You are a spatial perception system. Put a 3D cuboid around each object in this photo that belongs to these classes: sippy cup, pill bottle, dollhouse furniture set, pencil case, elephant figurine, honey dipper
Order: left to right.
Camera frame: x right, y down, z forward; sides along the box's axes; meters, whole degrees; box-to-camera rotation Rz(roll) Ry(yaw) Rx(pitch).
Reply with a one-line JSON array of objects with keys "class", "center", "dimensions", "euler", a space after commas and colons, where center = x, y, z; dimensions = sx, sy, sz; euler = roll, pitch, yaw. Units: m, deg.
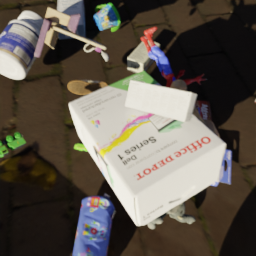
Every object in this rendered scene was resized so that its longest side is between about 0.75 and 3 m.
[{"class": "pill bottle", "center": [-3.426, -2.676, 8.933], "dimensions": [1.211, 1.211, 2.023], "euler": [13, 63, 9]}, {"class": "dollhouse furniture set", "center": [-1.299, -2.701, 7.468], "dimensions": [1.727, 1.928, 2.433], "euler": [16, 18, -20]}, {"class": "pencil case", "center": [-0.757, 2.460, 6.199], "dimensions": [0.826, 0.742, 1.901], "euler": [10, 54, -6]}, {"class": "sippy cup", "center": [-0.879, -4.323, 11.092], "dimensions": [0.840, 0.900, 1.146], "euler": [-33, 36, -9]}, {"class": "elephant figurine", "center": [0.927, 1.760, 6.419], "dimensions": [1.198, 0.930, 0.848], "euler": [-11, 47, -15]}, {"class": "honey dipper", "center": [1.617, -0.307, 6.589], "dimensions": [0.541, 2.846, 0.541], "euler": [-13, 60, 23]}]

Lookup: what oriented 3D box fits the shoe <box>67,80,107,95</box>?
[{"class": "shoe", "center": [-1.157, -1.173, 8.117], "dimensions": [1.167, 0.408, 0.311], "euler": [3, 14, 1]}]

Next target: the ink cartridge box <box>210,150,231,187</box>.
[{"class": "ink cartridge box", "center": [1.835, 0.942, 7.533], "dimensions": [1.755, 0.368, 1.047], "euler": [9, 55, 10]}]

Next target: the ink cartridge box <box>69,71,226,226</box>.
[{"class": "ink cartridge box", "center": [0.300, 0.251, 6.048], "dimensions": [2.070, 1.200, 2.858], "euler": [-26, 50, -17]}]

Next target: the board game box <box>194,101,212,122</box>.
[{"class": "board game box", "center": [2.169, -0.268, 8.544], "dimensions": [0.723, 0.137, 1.405], "euler": [4, 54, 1]}]

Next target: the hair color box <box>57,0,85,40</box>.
[{"class": "hair color box", "center": [-2.292, -4.496, 11.286], "dimensions": [1.043, 0.639, 2.108], "euler": [-5, 55, -4]}]

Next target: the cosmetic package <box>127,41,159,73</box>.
[{"class": "cosmetic package", "center": [0.547, -2.515, 9.915], "dimensions": [0.641, 0.541, 1.240], "euler": [27, 59, 19]}]

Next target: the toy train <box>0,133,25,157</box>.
[{"class": "toy train", "center": [-2.607, 0.448, 5.582], "dimensions": [1.171, 0.244, 0.330], "euler": [-31, 88, -40]}]

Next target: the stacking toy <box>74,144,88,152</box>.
[{"class": "stacking toy", "center": [-0.633, 0.069, 7.944], "dimensions": [1.667, 0.392, 1.257], "euler": [1, 52, 20]}]

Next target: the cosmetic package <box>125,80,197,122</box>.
[{"class": "cosmetic package", "center": [0.594, -0.521, 5.314], "dimensions": [1.298, 0.536, 0.329], "euler": [18, 12, 31]}]

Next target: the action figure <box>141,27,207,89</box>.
[{"class": "action figure", "center": [1.063, -1.415, 6.388], "dimensions": [0.904, 0.596, 1.826], "euler": [-21, 89, -9]}]
